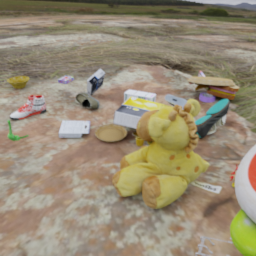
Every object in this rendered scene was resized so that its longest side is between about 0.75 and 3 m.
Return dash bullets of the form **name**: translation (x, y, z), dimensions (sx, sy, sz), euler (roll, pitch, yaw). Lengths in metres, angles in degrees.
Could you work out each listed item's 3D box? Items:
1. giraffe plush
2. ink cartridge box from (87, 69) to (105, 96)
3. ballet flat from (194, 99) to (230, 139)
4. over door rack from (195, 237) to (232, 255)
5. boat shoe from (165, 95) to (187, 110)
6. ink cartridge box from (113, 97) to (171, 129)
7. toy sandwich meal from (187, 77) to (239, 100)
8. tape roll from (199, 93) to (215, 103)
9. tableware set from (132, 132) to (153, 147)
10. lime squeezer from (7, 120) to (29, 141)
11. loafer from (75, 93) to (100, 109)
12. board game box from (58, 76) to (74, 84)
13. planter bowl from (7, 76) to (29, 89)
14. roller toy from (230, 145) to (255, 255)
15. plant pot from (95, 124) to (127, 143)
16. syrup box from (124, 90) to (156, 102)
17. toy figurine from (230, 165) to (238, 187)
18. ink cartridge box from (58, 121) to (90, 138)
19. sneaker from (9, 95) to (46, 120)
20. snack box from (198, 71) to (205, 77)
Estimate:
- **giraffe plush**: translation (1.009, 0.512, 7.660), dimensions (2.961, 2.401, 2.555), euler (1, 27, 20)
- **ink cartridge box**: translation (-1.638, -2.170, 13.930), dimensions (0.360, 1.835, 0.913), euler (44, 74, 2)
- **ballet flat**: translation (3.329, -0.307, 11.089), dimensions (2.311, 0.790, 0.786), euler (-34, 17, -29)
- **over door rack**: translation (1.921, 2.696, 6.193), dimensions (0.751, 0.250, 0.555), euler (-9, 21, 31)
- **boat shoe**: translation (2.095, -1.001, 11.768), dimensions (1.226, 0.419, 0.453), euler (25, 81, 33)
- **ink cartridge box**: translation (1.043, -0.447, 10.845), dimensions (2.697, 0.634, 2.666), euler (12, 18, 8)
- **toy sandwich meal**: translation (4.269, -2.063, 14.269), dimensions (2.598, 0.890, 2.598), euler (3, 15, -1)
- **tape roll**: translation (3.983, -1.532, 14.090), dimensions (0.754, 0.248, 0.754), euler (0, 28, 0)
- **tableware set**: translation (0.796, 0.245, 10.343), dimensions (1.409, 0.321, 2.091), euler (8, 18, 17)
- **lime squeezer**: translation (-4.027, 0.236, 9.979), dimensions (0.276, 1.463, 0.516), euler (2, 69, 9)
- **loafer**: translation (-2.014, -1.289, 13.220), dimensions (1.546, 0.581, 0.538), euler (24, 22, 36)
- **board game box**: translation (-3.686, -2.860, 16.618), dimensions (0.545, 0.181, 0.810), euler (12, 30, 21)
- **planter bowl**: translation (-6.077, -2.475, 15.591), dimensions (1.161, 0.484, 1.161), euler (0, 28, 0)
- **roller toy**: translation (3.434, 1.327, 4.643), dimensions (2.963, 2.070, 2.703), euler (-14, 27, 36)
- **plant pot**: translation (-0.663, 0.231, 10.861), dimensions (1.243, 0.171, 1.243), euler (0, 31, 0)
- **syrup box**: translation (0.566, -1.385, 13.460), dimensions (1.453, 0.572, 0.592), euler (13, 29, 23)
- **toy figurine**: translation (3.816, 1.478, 8.038), dimensions (1.485, 0.783, 0.890), euler (24, 31, 35)
- **ink cartridge box**: translation (-2.109, 0.050, 11.144), dimensions (1.145, 0.248, 1.124), euler (2, 26, -5)
- **sneaker**: translation (-4.449, -0.948, 12.340), dimensions (1.639, 0.878, 0.547), euler (-18, 33, -30)
- **snack box**: translation (4.330, -2.930, 16.448), dimensions (0.157, 0.465, 1.293), euler (1, 28, 2)
